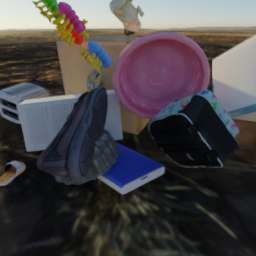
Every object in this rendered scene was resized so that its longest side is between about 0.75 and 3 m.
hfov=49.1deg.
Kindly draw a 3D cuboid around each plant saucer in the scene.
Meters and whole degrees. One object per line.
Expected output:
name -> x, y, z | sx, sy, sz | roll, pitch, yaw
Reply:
plant saucer -> 0.770, -1.240, 6.745 | 2.262, 2.262, 0.573 | 0, 38, 0

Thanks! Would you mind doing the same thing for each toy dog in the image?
toy dog -> -0.038, -2.638, 6.674 | 0.872, 0.900, 0.628 | 4, 54, 41

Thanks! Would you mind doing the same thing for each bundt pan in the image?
bundt pan -> -1.100, 0.505, 6.531 | 1.698, 0.637, 1.698 | -13, 31, 8

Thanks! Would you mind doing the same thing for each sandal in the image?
sandal -> -2.703, 0.978, 6.476 | 0.375, 0.280, 0.978 | 2, 21, 6

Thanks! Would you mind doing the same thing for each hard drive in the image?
hard drive -> -0.304, 0.859, 6.838 | 1.325, 0.255, 2.008 | -18, 27, -38

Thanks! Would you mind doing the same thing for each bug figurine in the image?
bug figurine -> -1.230, -2.225, 6.430 | 0.600, 1.809, 2.332 | -43, 49, 0

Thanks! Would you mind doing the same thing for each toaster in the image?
toaster -> -3.652, -0.847, 9.993 | 2.057, 1.169, 1.329 | 20, 33, 31

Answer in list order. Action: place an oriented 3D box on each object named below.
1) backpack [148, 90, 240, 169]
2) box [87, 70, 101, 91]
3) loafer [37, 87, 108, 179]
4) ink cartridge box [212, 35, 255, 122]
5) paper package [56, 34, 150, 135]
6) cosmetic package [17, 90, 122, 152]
backpack -> 1.404, 0.090, 6.363 | 1.380, 1.628, 1.833 | -44, 10, -29
box -> -0.954, -1.279, 7.794 | 0.274, 0.299, 0.852 | 39, -16, 1
loafer -> -1.048, -0.085, 5.864 | 0.875, 0.999, 2.780 | 0, 35, 8
ink cartridge box -> 3.796, -1.086, 7.396 | 2.603, 1.673, 1.630 | 7, -12, -21
paper package -> -0.694, -1.467, 9.011 | 2.673, 2.804, 1.451 | 9, 29, 25
cosmetic package -> -1.517, -0.238, 7.713 | 2.574, 1.306, 0.917 | -7, 15, -6
